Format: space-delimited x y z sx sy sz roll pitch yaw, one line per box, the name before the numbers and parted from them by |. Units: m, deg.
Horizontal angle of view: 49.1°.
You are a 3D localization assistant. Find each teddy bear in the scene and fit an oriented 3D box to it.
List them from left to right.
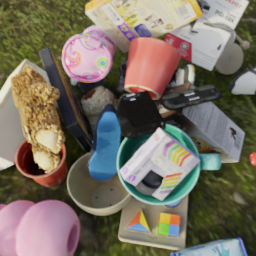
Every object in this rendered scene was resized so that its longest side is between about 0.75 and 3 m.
teddy bear | -1.993 -0.269 6.482 0.890 1.934 2.667 -13 35 -27

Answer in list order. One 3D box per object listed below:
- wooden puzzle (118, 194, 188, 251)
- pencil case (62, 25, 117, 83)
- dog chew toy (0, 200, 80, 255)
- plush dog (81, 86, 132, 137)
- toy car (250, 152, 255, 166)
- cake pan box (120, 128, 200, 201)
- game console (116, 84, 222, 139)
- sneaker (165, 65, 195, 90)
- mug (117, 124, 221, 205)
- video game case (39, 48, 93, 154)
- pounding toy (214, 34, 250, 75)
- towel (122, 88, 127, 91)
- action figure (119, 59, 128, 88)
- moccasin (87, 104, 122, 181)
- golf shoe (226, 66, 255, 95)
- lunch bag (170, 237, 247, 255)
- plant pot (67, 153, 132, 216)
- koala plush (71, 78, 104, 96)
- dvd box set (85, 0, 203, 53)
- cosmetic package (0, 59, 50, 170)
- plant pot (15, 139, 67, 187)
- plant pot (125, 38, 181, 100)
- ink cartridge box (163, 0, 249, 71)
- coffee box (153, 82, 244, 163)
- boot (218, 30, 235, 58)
wooden puzzle | 0.716 2.142 7.458 1.733 0.433 1.871 7 60 5
pencil case | -0.892 -2.048 7.311 1.199 1.199 2.743 2 25 1
dog chew toy | -2.476 2.446 6.732 2.496 1.554 1.554 5 60 11
plush dog | -0.096 -0.383 8.277 1.997 2.325 1.866 -15 93 2
toy car | 4.691 0.732 8.320 1.728 0.385 1.626 27 63 15
cake pan box | 0.606 0.744 5.382 1.211 1.115 0.317 -48 30 10
game console | 0.874 -0.468 5.893 2.252 0.271 1.328 -14 36 -3
sneaker | 1.049 -1.134 7.406 0.798 1.821 0.689 9 73 -18
mug | 0.770 0.858 6.292 2.057 1.272 1.690 32 86 2
video game case | -1.597 -0.560 7.927 0.333 2.357 2.609 -24 62 -3
pounding toy | 3.560 -2.644 10.103 1.100 0.661 1.425 27 99 -18
towel | 0.626 -1.675 9.542 1.284 0.263 1.755 22 50 -2
action figure | 0.438 -2.049 8.013 1.418 2.622 2.710 -11 26 13
moccasin | -0.478 0.416 7.037 0.894 2.223 0.758 11 38 -10
golf shoe | 4.667 -1.370 9.188 2.696 1.048 1.274 -12 60 -6
lunch bag | 1.993 3.586 6.249 1.580 1.184 1.858 -11 69 -7
plant pot | -0.634 1.588 7.319 1.694 1.137 1.694 -2 49 2
koala plush | -1.411 -1.612 9.406 1.016 1.053 1.146 -26 33 -22
dvd box set | 0.379 -2.661 6.322 2.198 1.608 0.323 -18 60 28
cosmetic package | -3.405 -0.364 8.168 1.084 1.536 2.967 35 54 -28
plant pot | -2.244 0.991 7.677 1.272 1.237 1.272 0 59 0
plant pot | 0.505 -1.365 6.803 1.280 1.280 1.132 16 82 9
ink cartridge box | 1.950 -2.683 7.329 1.402 1.910 0.792 17 22 -19
coffee box | 1.731 -0.010 7.343 2.388 1.350 0.953 34 64 -26
boot | 2.844 -2.759 8.464 0.581 1.598 0.722 22 80 1
